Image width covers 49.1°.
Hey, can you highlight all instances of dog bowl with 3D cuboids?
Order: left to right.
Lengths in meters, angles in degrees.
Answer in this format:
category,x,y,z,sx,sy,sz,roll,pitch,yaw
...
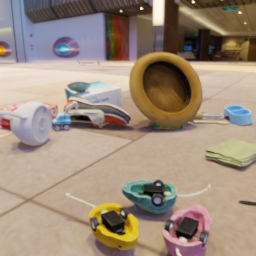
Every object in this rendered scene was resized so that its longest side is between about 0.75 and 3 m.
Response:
category,x,y,z,sx,sy,sz,roll,pitch,yaw
dog bowl,4.537,-0.565,11.633,0.899,0.400,1.613,-8,20,0

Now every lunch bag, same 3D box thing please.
category,x,y,z,sx,sy,sz,roll,pitch,yaw
lunch bag,-3.847,-0.449,10.747,2.008,0.823,1.769,4,17,14

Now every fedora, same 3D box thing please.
category,x,y,z,sx,sy,sz,roll,pitch,yaw
fedora,1.343,-1.389,10.789,3.001,3.001,1.224,-4,-11,-12

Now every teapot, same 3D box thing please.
category,x,y,z,sx,sy,sz,roll,pitch,yaw
teapot,-3.185,-0.145,8.796,1.083,1.483,1.463,3,29,13

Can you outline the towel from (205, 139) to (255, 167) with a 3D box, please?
category,x,y,z,sx,sy,sz,roll,pitch,yaw
towel,3.046,0.703,7.908,1.618,0.295,1.200,-16,22,-40

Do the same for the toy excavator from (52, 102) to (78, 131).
category,x,y,z,sx,sy,sz,roll,pitch,yaw
toy excavator,-2.332,-0.444,10.422,0.983,1.010,0.505,-5,18,-15

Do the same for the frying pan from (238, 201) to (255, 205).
category,x,y,z,sx,sy,sz,roll,pitch,yaw
frying pan,2.802,1.494,5.595,0.987,0.161,0.597,17,23,36

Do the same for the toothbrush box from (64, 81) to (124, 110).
category,x,y,z,sx,sy,sz,roll,pitch,yaw
toothbrush box,-1.616,-1.344,12.911,1.863,1.085,2.545,-17,22,-25

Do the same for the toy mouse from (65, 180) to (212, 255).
category,x,y,z,sx,sy,sz,roll,pitch,yaw
toy mouse,0.591,1.527,4.797,2.382,0.519,2.680,-13,21,-35

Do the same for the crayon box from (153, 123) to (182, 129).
category,x,y,z,sx,sy,sz,roll,pitch,yaw
crayon box,1.523,-0.197,10.808,1.068,0.311,0.634,1,17,3

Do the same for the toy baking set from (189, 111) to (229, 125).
category,x,y,z,sx,sy,sz,roll,pitch,yaw
toy baking set,2.904,-0.559,11.934,1.973,0.299,2.571,-8,20,-26

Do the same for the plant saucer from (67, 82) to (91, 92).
category,x,y,z,sx,sy,sz,roll,pitch,yaw
plant saucer,-2.054,-1.667,11.726,0.991,0.191,0.991,-6,-13,-1

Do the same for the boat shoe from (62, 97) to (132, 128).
category,x,y,z,sx,sy,sz,roll,pitch,yaw
boat shoe,-1.240,-0.456,10.749,2.777,0.989,0.869,14,63,16
